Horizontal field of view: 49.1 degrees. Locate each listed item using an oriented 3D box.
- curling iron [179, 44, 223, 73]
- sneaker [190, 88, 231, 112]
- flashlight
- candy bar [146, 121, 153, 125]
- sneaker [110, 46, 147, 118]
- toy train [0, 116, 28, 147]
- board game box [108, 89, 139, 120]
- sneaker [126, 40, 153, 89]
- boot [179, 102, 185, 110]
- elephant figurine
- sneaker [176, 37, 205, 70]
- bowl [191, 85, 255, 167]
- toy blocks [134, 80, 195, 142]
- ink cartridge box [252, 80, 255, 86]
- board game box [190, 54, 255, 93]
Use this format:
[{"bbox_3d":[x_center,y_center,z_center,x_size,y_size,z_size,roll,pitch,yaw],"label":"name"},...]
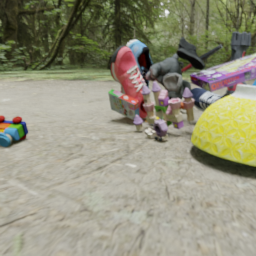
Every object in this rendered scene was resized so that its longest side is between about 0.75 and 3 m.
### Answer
[{"bbox_3d":[2.895,-2.944,12.109,2.471,0.613,0.316,-21,6,39],"label":"curling iron"},{"bbox_3d":[2.766,-0.874,9.198,2.233,0.783,1.211,47,2,35],"label":"sneaker"},{"bbox_3d":[3.864,-2.083,9.688,0.774,2.277,0.771,5,10,14],"label":"flashlight"},{"bbox_3d":[0.958,-0.130,9.919,0.230,0.102,0.923,27,-4,-37],"label":"candy bar"},{"bbox_3d":[0.279,-1.614,10.372,1.287,2.967,1.094,23,51,37],"label":"sneaker"},{"bbox_3d":[-3.885,0.130,8.151,1.654,0.700,0.957,4,28,14],"label":"toy train"},{"bbox_3d":[-0.152,-0.825,10.247,1.187,0.909,0.239,27,57,24],"label":"board game box"},{"bbox_3d":[0.506,-2.178,11.392,1.015,2.589,1.164,-27,36,-25],"label":"sneaker"},{"bbox_3d":[2.193,-1.026,12.375,0.521,0.364,0.971,22,-3,-16],"label":"boot"},{"bbox_3d":[1.645,-1.491,10.259,1.368,1.934,1.501,-20,-22,-27],"label":"elephant figurine"},{"bbox_3d":[2.203,-2.562,9.641,1.342,0.403,0.700,37,60,16],"label":"sneaker"},{"bbox_3d":[3.127,-0.193,6.813,2.955,1.590,2.955,7,12,-1],"label":"bowl"},{"bbox_3d":[0.977,-0.724,8.783,1.749,1.473,1.635,-30,28,-32],"label":"toy blocks"},{"bbox_3d":[6.332,-2.093,10.141,1.248,2.960,2.161,2,34,-45],"label":"ink cartridge box"},{"bbox_3d":[3.042,-1.588,7.769,2.306,0.372,1.384,-18,25,-4],"label":"board game box"}]
